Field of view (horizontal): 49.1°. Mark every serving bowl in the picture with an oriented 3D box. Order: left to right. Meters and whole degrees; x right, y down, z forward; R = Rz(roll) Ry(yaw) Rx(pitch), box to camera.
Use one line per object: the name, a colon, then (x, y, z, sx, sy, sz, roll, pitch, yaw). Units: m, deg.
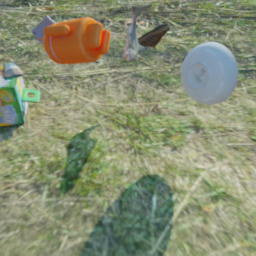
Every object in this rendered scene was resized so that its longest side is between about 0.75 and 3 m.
serving bowl: (2.593, -1.802, 9.597, 0.711, 2.162, 2.162, -15, 39, -38)

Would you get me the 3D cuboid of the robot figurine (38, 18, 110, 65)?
robot figurine: (-1.642, -2.608, 8.599, 2.252, 1.313, 1.620, 3, 30, 29)

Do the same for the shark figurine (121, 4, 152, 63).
shark figurine: (0.318, -3.041, 9.545, 0.874, 1.251, 2.095, 11, 82, -10)

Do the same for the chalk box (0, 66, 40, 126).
chalk box: (-5.120, -1.280, 11.332, 2.925, 1.811, 1.820, -8, 39, -9)

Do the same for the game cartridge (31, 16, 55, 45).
game cartridge: (-2.718, -3.231, 10.178, 0.901, 1.389, 0.267, -37, 17, 14)

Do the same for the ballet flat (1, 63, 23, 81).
ballet flat: (-3.921, -1.875, 9.285, 0.525, 0.518, 1.541, -20, 16, -37)

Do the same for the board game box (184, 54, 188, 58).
board game box: (4.015, -3.925, 16.017, 0.878, 0.236, 1.463, -22, 43, -19)

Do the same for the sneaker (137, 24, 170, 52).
sneaker: (1.188, -3.961, 12.359, 1.820, 0.687, 0.641, -12, 34, 44)
